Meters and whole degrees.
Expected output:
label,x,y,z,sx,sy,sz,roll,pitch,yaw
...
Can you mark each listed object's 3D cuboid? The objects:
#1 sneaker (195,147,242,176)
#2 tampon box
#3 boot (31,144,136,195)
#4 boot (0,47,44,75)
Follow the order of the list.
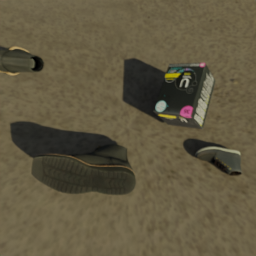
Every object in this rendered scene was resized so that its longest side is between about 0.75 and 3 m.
label,x,y,z,sx,sy,sz,roll,pitch,yaw
sneaker,2.599,0.966,7.967,1.303,0.487,0.692,3,53,1
tampon box,1.688,-0.941,8.279,1.219,1.027,1.627,8,72,37
boot,-1.086,0.876,7.221,2.439,0.945,1.687,15,22,-11
boot,-2.804,-1.796,7.808,1.457,0.816,2.107,6,19,9
